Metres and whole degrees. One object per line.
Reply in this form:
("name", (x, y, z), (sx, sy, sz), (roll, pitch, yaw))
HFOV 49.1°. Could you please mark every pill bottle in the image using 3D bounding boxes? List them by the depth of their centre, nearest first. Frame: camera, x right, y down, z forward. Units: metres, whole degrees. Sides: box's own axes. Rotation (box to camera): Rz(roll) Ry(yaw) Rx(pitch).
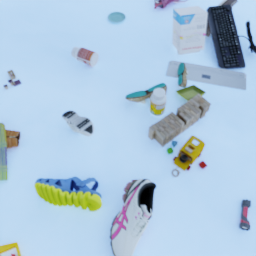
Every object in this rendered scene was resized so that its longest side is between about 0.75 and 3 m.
("pill bottle", (0.984, -0.849, 9.206), (0.528, 0.936, 0.528), (0, 56, 0))
("pill bottle", (-1.667, -2.763, 10.747), (0.979, 0.549, 0.549), (24, 59, 15))

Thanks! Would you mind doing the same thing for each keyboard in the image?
("keyboard", (2.923, -1.978, 10.487), (2.947, 0.157, 0.829), (12, 62, 8))
("keyboard", (4.164, -3.624, 10.992), (1.780, 0.288, 2.801), (-6, 75, -6))

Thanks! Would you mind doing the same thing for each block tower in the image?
("block tower", (1.658, -0.230, 8.994), (2.188, 0.591, 0.633), (-32, 60, -19))

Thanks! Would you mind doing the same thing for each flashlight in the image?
("flashlight", (3.142, 2.307, 7.459), (0.272, 0.273, 0.804), (16, 58, 12))

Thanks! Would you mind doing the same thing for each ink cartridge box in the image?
("ink cartridge box", (2.332, -3.711, 10.858), (1.043, 1.623, 1.016), (-8, 38, -5))

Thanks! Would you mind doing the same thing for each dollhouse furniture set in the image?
("dollhouse furniture set", (-4.374, -1.905, 10.160), (0.617, 0.552, 0.778), (-27, 60, -17))

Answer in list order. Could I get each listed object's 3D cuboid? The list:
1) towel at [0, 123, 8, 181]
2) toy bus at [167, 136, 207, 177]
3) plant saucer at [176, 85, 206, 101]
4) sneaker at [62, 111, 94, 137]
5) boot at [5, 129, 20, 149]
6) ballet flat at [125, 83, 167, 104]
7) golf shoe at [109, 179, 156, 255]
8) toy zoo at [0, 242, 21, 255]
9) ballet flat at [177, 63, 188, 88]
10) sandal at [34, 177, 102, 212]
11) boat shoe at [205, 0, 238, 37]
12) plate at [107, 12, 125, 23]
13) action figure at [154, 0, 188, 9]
("towel", (-4.225, 0.696, 8.109), (1.341, 0.213, 1.867), (-4, 69, -28))
("toy bus", (1.771, 0.771, 8.307), (1.098, 0.601, 1.164), (-5, 55, -3))
("plant saucer", (2.181, -1.185, 9.779), (0.767, 0.184, 0.768), (-20, 35, -14))
("sneaker", (-1.496, -0.055, 8.715), (0.536, 0.578, 1.426), (-33, 43, -26))
("boot", (-3.900, 0.156, 8.840), (0.948, 0.451, 1.225), (-7, 68, -4))
("ballet flat", (0.654, -1.080, 9.598), (1.496, 0.488, 0.528), (-17, 30, 0))
("golf shoe", (0.140, 2.239, 6.910), (0.750, 0.951, 2.066), (25, 67, -24))
("toy zoo", (-3.003, 3.442, 6.612), (1.049, 0.164, 1.599), (-17, 55, -23))
("ballet flat", (2.002, -1.892, 10.204), (0.353, 0.381, 1.081), (26, 59, -28))
("sandal", (-1.586, 1.687, 7.669), (1.951, 0.775, 0.849), (11, 41, 4))
("boat shoe", (3.902, -4.771, 11.913), (2.592, 0.931, 0.771), (-42, 85, -22))
("plate", (-0.515, -4.898, 12.478), (0.807, 0.103, 0.807), (1, 56, -1))
("action figure", (1.819, -5.890, 12.889), (1.720, 1.152, 1.281), (-44, 108, -13))
